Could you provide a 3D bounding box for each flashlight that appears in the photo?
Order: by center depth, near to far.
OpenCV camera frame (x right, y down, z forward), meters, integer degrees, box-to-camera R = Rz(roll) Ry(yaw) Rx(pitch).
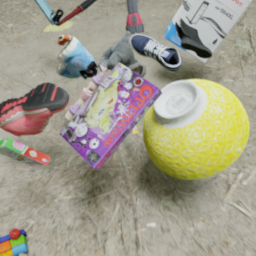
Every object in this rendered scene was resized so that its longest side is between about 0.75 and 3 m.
[{"bbox_3d":[0.149,-4.912,11.094,0.771,2.277,0.774,8,24,42],"label":"flashlight"}]

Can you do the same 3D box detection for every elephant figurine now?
[{"bbox_3d":[0.000,-1.967,9.782,1.501,1.934,1.368,-24,40,40],"label":"elephant figurine"}]

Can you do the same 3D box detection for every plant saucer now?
[{"bbox_3d":[-3.698,-5.313,12.484,0.157,1.656,0.579,-25,16,32],"label":"plant saucer"}]

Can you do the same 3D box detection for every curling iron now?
[{"bbox_3d":[-1.841,-4.445,10.265,2.471,0.613,0.316,-20,50,16],"label":"curling iron"}]

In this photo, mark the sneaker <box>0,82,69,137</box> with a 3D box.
[{"bbox_3d":[-2.781,-0.430,8.545,2.967,1.287,1.094,-12,45,28],"label":"sneaker"}]

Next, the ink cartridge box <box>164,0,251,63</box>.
[{"bbox_3d":[3.229,-4.634,11.779,2.161,2.960,1.248,29,30,-9],"label":"ink cartridge box"}]

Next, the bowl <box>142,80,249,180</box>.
[{"bbox_3d":[1.530,-0.296,7.405,2.955,1.590,2.955,-17,49,21],"label":"bowl"}]

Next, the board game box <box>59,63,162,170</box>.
[{"bbox_3d":[-0.445,-0.320,6.599,1.384,0.372,2.306,38,87,25],"label":"board game box"}]

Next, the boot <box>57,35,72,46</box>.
[{"bbox_3d":[-3.043,-4.012,12.759,0.971,0.364,0.521,-7,2,45],"label":"boot"}]

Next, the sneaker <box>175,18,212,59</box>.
[{"bbox_3d":[1.892,-2.518,7.978,1.342,0.403,0.700,15,71,-28],"label":"sneaker"}]

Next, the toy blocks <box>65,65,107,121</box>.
[{"bbox_3d":[-0.563,-0.597,7.560,1.635,1.473,1.749,40,23,-7],"label":"toy blocks"}]

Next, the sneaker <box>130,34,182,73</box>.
[{"bbox_3d":[1.072,-2.888,10.505,2.233,0.783,1.211,32,6,-3],"label":"sneaker"}]

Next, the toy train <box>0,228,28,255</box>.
[{"bbox_3d":[-3.525,3.466,7.513,1.654,0.700,0.957,-18,61,-17],"label":"toy train"}]

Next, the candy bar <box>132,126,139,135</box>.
[{"bbox_3d":[0.134,-0.206,9.498,0.230,0.102,0.923,-18,68,7],"label":"candy bar"}]

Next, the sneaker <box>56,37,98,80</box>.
[{"bbox_3d":[-1.599,-1.921,9.103,1.164,2.589,1.015,37,84,-8],"label":"sneaker"}]

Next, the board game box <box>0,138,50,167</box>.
[{"bbox_3d":[-2.779,0.667,7.274,0.909,1.187,0.239,-11,55,45],"label":"board game box"}]
